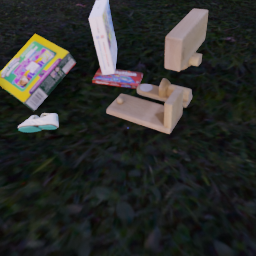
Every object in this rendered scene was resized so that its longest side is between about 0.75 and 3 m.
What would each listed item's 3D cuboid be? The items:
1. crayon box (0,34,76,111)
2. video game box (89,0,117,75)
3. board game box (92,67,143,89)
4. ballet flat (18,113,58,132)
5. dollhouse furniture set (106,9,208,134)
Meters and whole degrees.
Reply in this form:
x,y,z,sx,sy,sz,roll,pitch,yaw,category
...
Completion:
x,y,z,sx,sy,sz,roll,pitch,yaw,category
-3.116,-1.894,9.337,1.853,0.626,2.148,33,79,30,crayon box
-0.845,-3.361,10.242,0.527,2.052,2.252,-5,37,5,video game box
-0.368,-1.830,10.198,1.671,0.162,0.860,9,44,9,board game box
-2.518,-0.163,7.960,1.439,0.500,0.500,-6,38,30,ballet flat
0.787,-1.873,8.346,2.162,2.654,2.524,19,48,23,dollhouse furniture set
